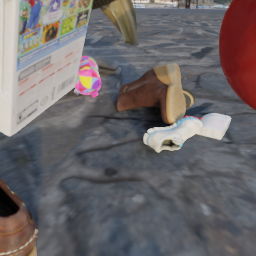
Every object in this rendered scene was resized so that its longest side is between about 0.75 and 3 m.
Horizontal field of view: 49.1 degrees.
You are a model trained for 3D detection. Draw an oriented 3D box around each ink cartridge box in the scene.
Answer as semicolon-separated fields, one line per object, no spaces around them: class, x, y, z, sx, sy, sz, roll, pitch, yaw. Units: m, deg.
ink cartridge box;1.929;-0.135;7.203;1.179;0.336;0.958;18;33;24

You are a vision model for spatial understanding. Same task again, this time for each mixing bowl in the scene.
mixing bowl;1.655;-0.844;2.831;1.949;1.949;1.056;-20;4;-33

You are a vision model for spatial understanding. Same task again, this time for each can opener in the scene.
can opener;-1.507;-2.522;11.667;2.427;0.647;0.812;17;65;29

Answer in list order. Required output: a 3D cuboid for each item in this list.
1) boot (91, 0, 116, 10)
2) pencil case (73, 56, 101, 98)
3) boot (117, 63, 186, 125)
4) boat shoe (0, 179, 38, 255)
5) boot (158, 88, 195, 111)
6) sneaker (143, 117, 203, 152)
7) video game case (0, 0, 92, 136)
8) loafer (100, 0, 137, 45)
boot;-1.419;-3.636;6.169;2.657;1.838;1.029;0;-2;13
pencil case;-1.460;-1.852;9.844;0.987;0.987;2.233;-4;28;-7
boot;0.554;-0.727;7.696;1.882;0.819;2.263;-20;42;27
boat shoe;-2.280;1.037;4.240;2.659;0.935;0.936;18;32;33
boot;0.953;-0.894;8.323;1.726;0.669;1.194;17;37;31
sneaker;1.126;0.222;6.340;1.469;0.551;0.637;-19;38;-17
video game case;-0.854;-1.059;3.131;0.187;2.077;1.487;27;38;7
loafer;-0.367;-3.537;8.023;0.879;2.608;0.992;-10;45;12
